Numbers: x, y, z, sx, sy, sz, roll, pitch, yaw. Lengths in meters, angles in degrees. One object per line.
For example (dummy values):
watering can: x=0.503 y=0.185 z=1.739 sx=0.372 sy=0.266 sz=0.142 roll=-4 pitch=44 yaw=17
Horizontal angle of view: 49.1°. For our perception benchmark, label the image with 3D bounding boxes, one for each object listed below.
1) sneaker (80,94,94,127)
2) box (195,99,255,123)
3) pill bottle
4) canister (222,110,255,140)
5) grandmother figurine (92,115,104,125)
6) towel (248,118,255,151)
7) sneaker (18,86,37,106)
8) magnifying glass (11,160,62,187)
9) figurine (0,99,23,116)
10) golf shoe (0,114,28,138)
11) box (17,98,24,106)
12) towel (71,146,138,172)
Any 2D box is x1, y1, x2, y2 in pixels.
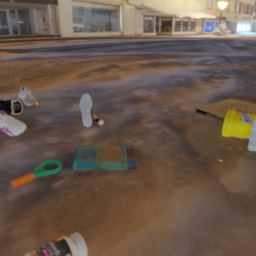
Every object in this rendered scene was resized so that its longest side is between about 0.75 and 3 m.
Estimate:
sneaker: x=-1.541 y=-0.612 z=10.562 sx=0.449 sy=1.269 sz=0.629 roll=-6 pitch=-10 yaw=-1
box: x=4.468 y=-0.723 z=11.946 sx=2.529 sy=0.269 sz=2.067 roll=-17 pitch=28 yaw=-33
pill bottle: x=-1.198 y=2.171 z=4.700 sx=0.938 sy=0.546 sz=0.546 roll=-17 pitch=28 yaw=-36
canister: x=4.261 y=-0.034 z=9.720 sx=1.718 sy=0.744 sz=1.276 roll=12 pitch=25 yaw=23
grandmother figurine: x=-1.224 y=-0.314 z=11.001 sx=0.474 sy=0.237 sz=0.781 roll=-9 pitch=24 yaw=-38
towel: x=4.483 y=0.298 z=8.647 sx=1.292 sy=0.311 sz=1.106 roll=12 pitch=67 yaw=24
sneaker: x=-4.717 y=-1.508 z=13.122 sx=1.434 sy=0.659 sz=0.543 roll=32 pitch=32 yaw=34
magnifying glass: x=-2.416 y=1.206 z=7.504 sx=0.574 sy=0.161 sz=1.441 roll=18 pitch=30 yaw=37
figurine: x=-5.476 y=-0.740 z=11.503 sx=1.620 sy=0.715 sz=1.660 roll=8 pitch=23 yaw=39
golf shoe: x=-4.220 y=-0.126 z=9.761 sx=1.626 sy=0.749 sz=0.590 roll=11 pitch=56 yaw=29
box: x=-5.175 y=-1.240 z=13.391 sx=0.772 sy=0.100 sz=0.944 roll=5 pitch=23 yaw=14
towel: x=-0.687 y=0.852 z=8.286 sx=1.853 sy=0.201 sz=1.359 roll=-2 pitch=24 yaw=-4
